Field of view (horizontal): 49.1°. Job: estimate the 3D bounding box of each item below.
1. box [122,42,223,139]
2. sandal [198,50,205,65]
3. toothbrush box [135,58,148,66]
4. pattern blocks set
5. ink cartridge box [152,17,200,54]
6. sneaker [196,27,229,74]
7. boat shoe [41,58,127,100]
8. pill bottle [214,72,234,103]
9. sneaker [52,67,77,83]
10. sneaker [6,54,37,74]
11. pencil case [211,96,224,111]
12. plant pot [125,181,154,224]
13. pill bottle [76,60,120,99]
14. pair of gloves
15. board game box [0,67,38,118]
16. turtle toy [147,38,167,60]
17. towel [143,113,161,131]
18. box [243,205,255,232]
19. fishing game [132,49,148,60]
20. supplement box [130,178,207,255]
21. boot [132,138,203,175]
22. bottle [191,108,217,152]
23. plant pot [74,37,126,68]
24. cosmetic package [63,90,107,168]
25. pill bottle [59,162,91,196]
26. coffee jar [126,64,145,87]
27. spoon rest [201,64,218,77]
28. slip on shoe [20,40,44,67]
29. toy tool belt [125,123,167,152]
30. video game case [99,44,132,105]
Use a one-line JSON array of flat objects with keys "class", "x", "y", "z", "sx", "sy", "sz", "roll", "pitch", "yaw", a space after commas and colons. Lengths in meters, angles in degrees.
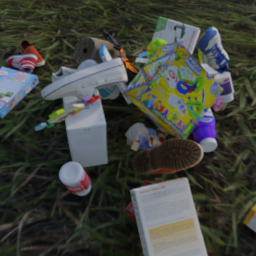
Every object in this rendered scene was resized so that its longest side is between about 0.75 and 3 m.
[{"class": "box", "x": 1.629, "y": -1.323, "z": 10.243, "sx": 2.408, "sy": 2.500, "sz": 1.525, "roll": -51, "pitch": 23, "yaw": -3}, {"class": "sandal", "x": 2.752, "y": -2.664, "z": 9.739, "sx": 0.588, "sy": 1.349, "sz": 0.536, "roll": -6, "pitch": 72, "yaw": 7}, {"class": "toothbrush box", "x": 0.682, "y": -2.932, "z": 13.798, "sx": 0.646, "sy": 0.887, "sz": 0.382, "roll": 11, "pitch": 47, "yaw": 11}, {"class": "pattern blocks set", "x": -1.777, "y": -0.423, "z": 8.213, "sx": 0.149, "sy": 1.834, "sz": 1.612, "roll": 61, "pitch": 24, "yaw": 1}, {"class": "ink cartridge box", "x": 2.124, "y": -4.046, "z": 12.643, "sx": 1.877, "sy": 1.371, "sz": 0.792, "roll": 19, "pitch": 20, "yaw": 8}, {"class": "sneaker", "x": 2.708, "y": -2.311, "z": 8.557, "sx": 0.767, "sy": 2.037, "sz": 0.898, "roll": -42, "pitch": 67, "yaw": 14}, {"class": "boat shoe", "x": -1.367, "y": -1.349, "z": 9.223, "sx": 2.868, "sy": 1.001, "sz": 1.017, "roll": -23, "pitch": 5, "yaw": -13}, {"class": "pill bottle", "x": 3.687, "y": -1.533, "z": 10.693, "sx": 0.586, "sy": 1.052, "sz": 0.586, "roll": -19, "pitch": 25, "yaw": 9}, {"class": "sneaker", "x": -2.743, "y": -2.516, "z": 13.363, "sx": 1.907, "sy": 0.950, "sz": 0.714, "roll": -28, "pitch": 51, "yaw": -27}, {"class": "sneaker", "x": -5.488, "y": -3.117, "z": 14.157, "sx": 1.754, "sy": 0.625, "sz": 0.986, "roll": -6, "pitch": 63, "yaw": 17}, {"class": "pencil case", "x": 3.283, "y": -1.644, "z": 12.537, "sx": 0.993, "sy": 0.951, "sz": 2.296, "roll": -36, "pitch": 57, "yaw": -27}, {"class": "plant pot", "x": 0.558, "y": 2.423, "z": 8.635, "sx": 1.125, "sy": 1.125, "sz": 1.094, "roll": 33, "pitch": 63, "yaw": 28}, {"class": "pill bottle", "x": -1.151, "y": -1.863, "z": 11.485, "sx": 1.085, "sy": 1.958, "sz": 1.085, "roll": -13, "pitch": 64, "yaw": 29}, {"class": "pair of gloves", "x": -0.281, "y": -3.049, "z": 11.485, "sx": 0.257, "sy": 1.855, "sz": 2.082, "roll": -36, "pitch": 76, "yaw": 15}, {"class": "board game box", "x": -5.807, "y": -1.722, "z": 12.904, "sx": 2.071, "sy": 0.501, "sz": 2.738, "roll": 16, "pitch": 48, "yaw": 15}, {"class": "turtle toy", "x": 1.434, "y": -2.917, "z": 11.607, "sx": 1.045, "sy": 2.067, "sz": 1.506, "roll": -22, "pitch": 63, "yaw": 27}, {"class": "towel", "x": 1.164, "y": -0.671, "z": 11.605, "sx": 1.052, "sy": 0.156, "sz": 1.435, "roll": 45, "pitch": 43, "yaw": -19}, {"class": "box", "x": 4.204, "y": 2.980, "z": 8.151, "sx": 1.497, "sy": 0.891, "sz": 0.310, "roll": 35, "pitch": 55, "yaw": 28}, {"class": "fishing game", "x": 1.174, "y": -3.831, "z": 15.097, "sx": 1.836, "sy": 0.285, "sz": 1.315, "roll": 31, "pitch": 51, "yaw": 26}, {"class": "supplement box", "x": 1.080, "y": 2.733, "z": 7.661, "sx": 1.535, "sy": 0.895, "sz": 2.435, "roll": -10, "pitch": 78, "yaw": -10}, {"class": "boot", "x": 1.420, "y": 0.941, "z": 8.572, "sx": 1.311, "sy": 2.446, "sz": 0.918, "roll": 13, "pitch": 68, "yaw": -39}, {"class": "bottle", "x": 2.887, "y": -0.225, "z": 11.219, "sx": 1.089, "sy": 0.851, "sz": 2.607, "roll": 3, "pitch": 46, "yaw": -7}, {"class": "plant pot", "x": -1.418, "y": -3.210, "z": 12.777, "sx": 2.086, "sy": 1.810, "sz": 2.086, "roll": -5, "pitch": 79, "yaw": 29}, {"class": "cosmetic package", "x": -1.563, "y": -0.042, "z": 10.174, "sx": 1.305, "sy": 2.123, "sz": 2.117, "roll": -10, "pitch": 47, "yaw": -9}, {"class": "pill bottle", "x": -1.636, "y": 1.681, "z": 8.934, "sx": 0.740, "sy": 1.318, "sz": 0.740, "roll": -5, "pitch": 57, "yaw": 8}, {"class": "coffee jar", "x": 1.048, "y": -2.471, "z": 13.104, "sx": 2.408, "sy": 1.256, "sz": 1.027, "roll": -24, "pitch": 47, "yaw": -22}, {"class": "spoon rest", "x": 3.877, "y": -2.634, "z": 13.709, "sx": 1.023, "sy": 0.624, "sz": 2.059, "roll": 20, "pitch": 50, "yaw": 18}, {"class": "slip on shoe", "x": -5.180, "y": -3.953, "z": 14.914, "sx": 0.839, "sy": 0.693, "sz": 2.265, "roll": -25, "pitch": 54, "yaw": -25}, {"class": "toy tool belt", "x": 0.737, "y": 0.537, "z": 10.168, "sx": 1.636, "sy": 1.021, "sz": 1.005, "roll": 12, "pitch": 46, "yaw": -28}, {"class": "video game case", "x": -0.479, "y": -2.106, "z": 10.906, "sx": 0.195, "sy": 2.193, "sz": 1.569, "roll": -27, "pitch": 26, "yaw": 10}]
